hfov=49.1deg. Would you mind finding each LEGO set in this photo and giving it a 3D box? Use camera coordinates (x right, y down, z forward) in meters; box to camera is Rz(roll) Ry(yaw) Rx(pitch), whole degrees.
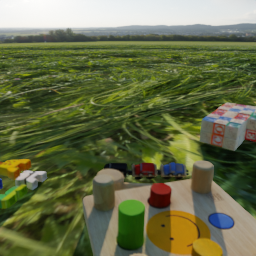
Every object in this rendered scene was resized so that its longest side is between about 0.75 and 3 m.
[{"bbox_3d":[-2.105,0.879,4.421,0.714,0.663,1.739,6,20,16],"label":"LEGO set"}]

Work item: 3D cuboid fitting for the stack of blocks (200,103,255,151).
[{"bbox_3d":[2.751,-0.084,7.132,1.140,0.580,1.979,15,25,33],"label":"stack of blocks"}]

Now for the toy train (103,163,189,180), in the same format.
[{"bbox_3d":[0.307,0.721,4.792,1.474,0.338,0.251,0,51,0],"label":"toy train"}]

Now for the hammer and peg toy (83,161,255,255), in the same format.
[{"bbox_3d":[0.490,1.045,3.498,2.002,0.960,2.722,-5,21,-14],"label":"hammer and peg toy"}]
